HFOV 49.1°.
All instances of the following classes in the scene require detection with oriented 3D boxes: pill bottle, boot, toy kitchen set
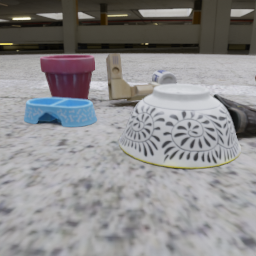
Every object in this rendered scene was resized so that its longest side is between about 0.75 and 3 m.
[{"bbox_3d":[1.754,-2.448,14.227,0.943,0.943,1.697,-3,19,-10],"label":"pill bottle"},{"bbox_3d":[3.717,-0.317,8.217,2.124,0.845,2.439,3,23,-7],"label":"boot"},{"bbox_3d":[0.296,-1.987,10.668,1.930,1.741,1.574,-5,1,-15],"label":"toy kitchen set"}]

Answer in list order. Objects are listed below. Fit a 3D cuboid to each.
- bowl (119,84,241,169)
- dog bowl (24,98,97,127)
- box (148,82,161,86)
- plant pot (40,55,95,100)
[{"bbox_3d":[1.256,-0.281,6.883,2.995,1.406,2.995,-1,18,0],"label":"bowl"},{"bbox_3d":[-2.194,-0.556,9.011,2.432,0.603,1.356,6,19,16],"label":"dog bowl"},{"bbox_3d":[1.294,-1.859,13.253,0.373,0.448,1.090,-5,17,-13],"label":"box"},{"bbox_3d":[-2.321,-1.868,10.997,2.060,1.844,2.060,0,18,0],"label":"plant pot"}]
